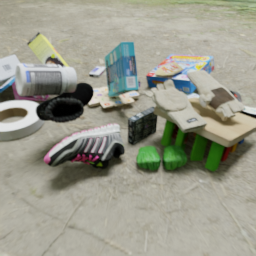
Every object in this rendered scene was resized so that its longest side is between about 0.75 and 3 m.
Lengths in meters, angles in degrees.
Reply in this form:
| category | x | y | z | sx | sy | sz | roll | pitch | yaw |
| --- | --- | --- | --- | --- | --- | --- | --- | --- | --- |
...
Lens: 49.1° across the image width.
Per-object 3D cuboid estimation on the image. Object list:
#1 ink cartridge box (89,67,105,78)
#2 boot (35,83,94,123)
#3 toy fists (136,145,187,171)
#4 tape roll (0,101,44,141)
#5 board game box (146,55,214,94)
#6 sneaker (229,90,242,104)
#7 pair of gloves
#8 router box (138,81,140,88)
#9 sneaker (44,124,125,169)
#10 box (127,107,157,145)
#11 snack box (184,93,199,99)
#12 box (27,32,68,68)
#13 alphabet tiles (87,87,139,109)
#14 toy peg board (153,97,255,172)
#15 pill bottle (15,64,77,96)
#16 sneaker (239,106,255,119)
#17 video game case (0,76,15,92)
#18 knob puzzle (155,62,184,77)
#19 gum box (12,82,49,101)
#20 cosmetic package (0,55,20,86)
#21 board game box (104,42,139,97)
| category | x | y | z | sx | sy | sz | roll | pitch | yaw |
| --- | --- | --- | --- | --- | --- | --- | --- | --- | --- |
| ink cartridge box | -1.679 | -3.097 | 15.463 | 0.551 | 0.216 | 1.164 | 9 | 36 | 14 |
| boot | -1.756 | -0.813 | 8.902 | 2.249 | 0.846 | 1.681 | -36 | 18 | -27 |
| toy fists | 1.043 | 0.976 | 8.825 | 1.581 | 0.544 | 0.806 | -1 | 25 | 1 |
| tape roll | -4.524 | -0.340 | 10.934 | 2.425 | 0.443 | 2.425 | -1 | 33 | 0 |
| board game box | 2.546 | -2.716 | 13.679 | 2.442 | 0.682 | 2.391 | 15 | 46 | 38 |
| sneaker | 4.473 | -1.243 | 11.973 | 0.791 | 0.841 | 2.053 | 16 | 36 | 23 |
| pair of gloves | 2.166 | -0.887 | 9.040 | 2.739 | 0.480 | 2.329 | -19 | 51 | -25 |
| router box | -0.108 | -2.178 | 13.694 | 0.875 | 0.299 | 1.173 | -16 | 28 | -37 |
| sneaker | -1.117 | 0.747 | 8.393 | 2.741 | 1.011 | 1.199 | -19 | 77 | -43 |
| box | 0.529 | -0.084 | 9.991 | 1.263 | 1.012 | 0.275 | -28 | 44 | -34 |
| snack box | 2.831 | -1.133 | 12.259 | 0.917 | 0.342 | 1.289 | -19 | 36 | -29 |
| box | -3.390 | -3.041 | 12.090 | 2.106 | 0.793 | 0.528 | 50 | 10 | 5 |
| alphabet tiles | -0.779 | -1.435 | 12.836 | 2.397 | 0.175 | 2.344 | -12 | 29 | -19 |
| toy peg board | 2.631 | 0.138 | 9.667 | 2.746 | 1.343 | 2.735 | 28 | 29 | 35 |
| pill bottle | -2.403 | -1.411 | 8.266 | 1.612 | 0.917 | 0.917 | -6 | 31 | -33 |
| sneaker | 5.077 | -0.470 | 10.979 | 0.805 | 0.606 | 1.721 | -31 | 41 | -31 |
| video game case | -5.691 | -1.792 | 12.641 | 1.678 | 0.149 | 1.201 | -28 | 27 | 20 |
| knob puzzle | 1.846 | -2.647 | 13.106 | 1.340 | 0.186 | 1.340 | -11 | 35 | 8 |
| gum box | -4.348 | -2.141 | 13.388 | 1.407 | 0.820 | 2.479 | 3 | 33 | 4 |
| cosmetic package | -6.092 | -2.597 | 13.400 | 1.524 | 0.937 | 1.519 | -22 | 12 | 44 |
| board game box | -0.321 | -2.287 | 11.396 | 0.553 | 1.779 | 2.357 | -6 | 3 | -19 |
